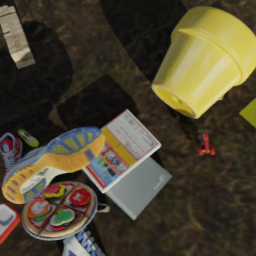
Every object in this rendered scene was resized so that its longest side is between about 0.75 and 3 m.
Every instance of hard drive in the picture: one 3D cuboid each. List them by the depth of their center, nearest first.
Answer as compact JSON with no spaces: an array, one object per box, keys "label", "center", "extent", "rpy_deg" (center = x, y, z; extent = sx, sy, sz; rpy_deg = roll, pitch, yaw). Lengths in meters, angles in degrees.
[{"label":"hard drive","center":[-0.146,1.263,8.188],"extent":[2.359,0.388,1.646],"rpy_deg":[40,71,16]}]

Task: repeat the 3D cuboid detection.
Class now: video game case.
[{"label":"video game case","center":[-0.358,0.611,8.162],"extent":[2.164,0.189,1.547],"rpy_deg":[-37,70,-16]}]

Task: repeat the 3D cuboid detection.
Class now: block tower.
[{"label":"block tower","center":[-4.095,-3.349,10.145],"extent":[0.663,0.710,2.455],"rpy_deg":[-22,68,-10]}]

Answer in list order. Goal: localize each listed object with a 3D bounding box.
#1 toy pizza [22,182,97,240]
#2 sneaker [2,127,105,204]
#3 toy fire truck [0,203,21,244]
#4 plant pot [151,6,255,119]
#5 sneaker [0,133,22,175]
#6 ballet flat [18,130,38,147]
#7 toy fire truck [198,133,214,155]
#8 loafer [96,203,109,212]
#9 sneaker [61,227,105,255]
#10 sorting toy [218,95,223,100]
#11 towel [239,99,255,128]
[{"label":"toy pizza","center":[-1.793,2.028,7.333],"extent":[1.964,0.311,1.964],"rpy_deg":[-3,32,2]},{"label":"sneaker","center":[-2.051,0.734,7.551],"extent":[2.917,1.098,1.286],"rpy_deg":[-30,25,-12]},{"label":"toy fire truck","center":[-4.154,2.509,6.464],"extent":[2.176,1.453,2.591],"rpy_deg":[32,60,9]},{"label":"plant pot","center":[2.101,-1.735,8.407],"extent":[2.631,2.631,2.476],"rpy_deg":[35,87,15]},{"label":"sneaker","center":[-3.390,0.889,8.089],"extent":[0.550,0.869,1.545],"rpy_deg":[-12,66,-6]},{"label":"ballet flat","center":[-3.121,0.312,8.683],"extent":[0.784,0.263,0.262],"rpy_deg":[36,72,13]},{"label":"toy fire truck","center":[2.271,0.471,8.229],"extent":[0.425,0.758,0.636],"rpy_deg":[-3,86,10]},{"label":"loafer","center":[-0.915,2.207,7.815],"extent":[0.778,0.271,0.293],"rpy_deg":[-3,66,-1]},{"label":"sneaker","center":[-1.144,3.433,7.092],"extent":[1.020,0.713,1.766],"rpy_deg":[-36,72,-3]},{"label":"sorting toy","center":[2.944,-1.475,9.575],"extent":[0.756,0.151,1.023],"rpy_deg":[19,70,14]},{"label":"towel","center":[4.161,-0.170,8.358],"extent":[0.707,0.148,1.644],"rpy_deg":[-44,49,10]}]
